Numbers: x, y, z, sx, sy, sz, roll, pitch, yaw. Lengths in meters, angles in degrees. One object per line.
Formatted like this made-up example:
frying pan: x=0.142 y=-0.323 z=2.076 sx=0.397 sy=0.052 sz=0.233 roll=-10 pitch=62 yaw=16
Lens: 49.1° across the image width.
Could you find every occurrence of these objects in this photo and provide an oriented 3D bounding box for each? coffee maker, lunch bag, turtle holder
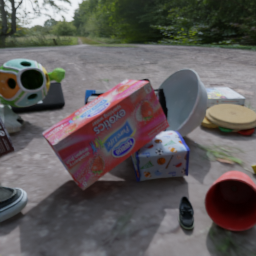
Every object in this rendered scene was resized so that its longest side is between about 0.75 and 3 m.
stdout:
coffee maker: x=0.033 y=-0.439 z=10.498 sx=2.748 sy=1.851 sz=2.640 roll=-2 pitch=-23 yaw=13
lunch bag: x=0.860 y=0.707 z=8.511 sx=1.562 sy=1.138 sz=1.838 roll=-5 pitch=29 yaw=-6
turtle holder: x=-4.187 y=-1.871 z=12.027 sx=2.739 sy=2.081 sz=1.945 roll=15 pitch=-10 yaw=-38

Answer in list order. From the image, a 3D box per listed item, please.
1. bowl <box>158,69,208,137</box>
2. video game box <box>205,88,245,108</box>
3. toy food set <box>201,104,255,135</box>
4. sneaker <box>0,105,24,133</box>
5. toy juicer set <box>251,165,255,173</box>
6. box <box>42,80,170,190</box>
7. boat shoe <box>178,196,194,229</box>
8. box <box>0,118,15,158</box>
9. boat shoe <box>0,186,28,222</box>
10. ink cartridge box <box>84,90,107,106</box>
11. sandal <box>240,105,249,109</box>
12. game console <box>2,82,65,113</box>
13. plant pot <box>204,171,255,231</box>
bowl: x=2.081 y=-0.726 z=10.751 sx=1.275 sy=2.836 sz=2.836 roll=25 pitch=10 yaw=-27
video game box: x=4.817 y=-1.692 z=15.280 sx=2.159 sy=0.555 sz=2.370 roll=1 pitch=22 yaw=-4
toy food set: x=4.363 y=-0.380 z=11.816 sx=2.275 sy=0.553 sz=2.252 roll=-23 pitch=35 yaw=-37
sneaker: x=-4.901 y=-0.336 z=11.750 sx=1.012 sy=0.833 sz=2.200 roll=0 pitch=28 yaw=-20
toy juicer set: x=4.298 y=1.024 z=8.074 sx=1.260 sy=0.343 sz=0.802 roll=-11 pitch=-10 yaw=-1
box: x=-0.576 y=0.069 z=7.675 sx=2.984 sy=1.531 sz=1.412 roll=-34 pitch=24 yaw=-17
boat shoe: x=1.349 y=1.926 z=6.491 sx=0.355 sy=0.315 sz=0.950 roll=1 pitch=21 yaw=11
box: x=-4.431 y=0.458 z=8.101 sx=1.582 sy=1.313 sz=1.299 roll=-18 pitch=7 yaw=39
boat shoe: x=-3.739 y=1.618 z=6.320 sx=2.729 sy=0.968 sz=0.984 roll=-5 pitch=27 yaw=-9
ink cartridge box: x=-0.804 y=-0.978 z=12.219 sx=2.128 sy=1.236 sz=0.716 roll=3 pitch=63 yaw=-5
sandal: x=5.697 y=-1.078 z=14.047 sx=0.779 sy=0.222 sz=0.309 roll=13 pitch=10 yaw=9
game console: x=-5.035 y=-1.442 z=15.017 sx=2.976 sy=1.732 sz=2.618 roll=-8 pitch=53 yaw=-18
plant pot: x=2.425 y=1.552 z=6.406 sx=1.208 sy=1.208 sz=1.069 roll=9 pitch=14 yaw=22
